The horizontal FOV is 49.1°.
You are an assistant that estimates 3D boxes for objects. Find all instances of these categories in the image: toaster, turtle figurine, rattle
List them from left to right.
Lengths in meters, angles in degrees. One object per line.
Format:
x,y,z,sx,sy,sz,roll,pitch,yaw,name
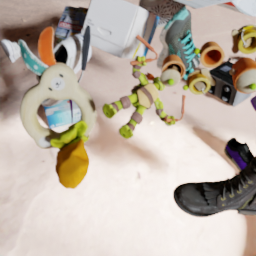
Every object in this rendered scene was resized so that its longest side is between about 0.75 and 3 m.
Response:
-1.659,-0.455,5.964,1.845,2.833,2.024,5,32,6,rattle
0.268,-0.760,6.416,1.854,2.299,0.740,-42,25,-26,turtle figurine
4.166,-1.863,11.416,1.799,1.068,1.627,-29,50,-28,toaster

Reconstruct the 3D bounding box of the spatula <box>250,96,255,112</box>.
3.819,-1.066,6.928,0.198,1.927,0.544,5,55,-22,spatula

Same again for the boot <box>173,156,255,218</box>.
2.333,1.032,5.724,2.468,2.148,0.854,3,51,-10,boot

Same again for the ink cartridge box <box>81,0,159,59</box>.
-0.202,-3.125,8.800,1.532,1.505,2.081,26,21,15,ink cartridge box

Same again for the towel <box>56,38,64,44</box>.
-2.893,-4.747,15.085,1.769,0.323,1.312,6,42,8,towel

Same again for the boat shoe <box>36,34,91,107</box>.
-2.126,-1.507,7.902,1.054,2.865,0.936,49,41,7,boat shoe

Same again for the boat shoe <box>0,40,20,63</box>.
-2.208,-1.506,5.325,0.273,0.307,0.835,-40,11,-15,boat shoe

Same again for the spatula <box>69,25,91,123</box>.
-1.255,-1.305,7.076,0.262,2.553,0.722,11,30,-17,spatula

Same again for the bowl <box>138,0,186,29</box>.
1.103,-4.700,10.346,1.911,0.897,1.911,-11,59,20,bowl

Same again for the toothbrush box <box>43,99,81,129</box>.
-2.339,-0.712,10.480,1.531,0.653,1.121,-14,45,-16,toothbrush box

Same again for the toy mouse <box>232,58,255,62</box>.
5.943,-2.394,12.376,2.766,0.535,2.458,14,44,15,toy mouse

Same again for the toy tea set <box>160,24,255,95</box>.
1.832,-1.156,5.895,2.277,1.354,0.843,-15,41,16,toy tea set

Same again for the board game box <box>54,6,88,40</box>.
-1.731,-3.182,9.050,1.396,0.431,1.396,19,85,18,board game box

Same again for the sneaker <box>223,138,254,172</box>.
3.597,0.889,8.653,0.544,0.778,1.564,-21,47,-21,sneaker

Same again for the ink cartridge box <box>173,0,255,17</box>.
2.513,-3.670,8.024,2.940,0.839,2.389,-23,41,-13,ink cartridge box

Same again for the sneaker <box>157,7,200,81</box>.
1.709,-2.424,8.552,1.313,2.879,1.117,41,81,14,sneaker
